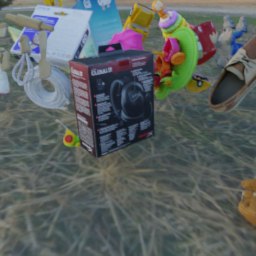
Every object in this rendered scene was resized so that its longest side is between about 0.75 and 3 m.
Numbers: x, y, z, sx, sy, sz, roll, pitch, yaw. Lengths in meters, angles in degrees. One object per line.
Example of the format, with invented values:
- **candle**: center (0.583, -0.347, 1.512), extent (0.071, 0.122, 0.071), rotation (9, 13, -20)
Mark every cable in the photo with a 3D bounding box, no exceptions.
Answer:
- **cable**: center (-2.242, -1.140, 7.838), extent (1.299, 1.299, 0.450), rotation (4, 37, 11)

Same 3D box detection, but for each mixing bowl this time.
- **mixing bowl**: center (2.848, -3.193, 11.218), extent (1.926, 1.926, 1.043), rotation (-23, 76, -35)

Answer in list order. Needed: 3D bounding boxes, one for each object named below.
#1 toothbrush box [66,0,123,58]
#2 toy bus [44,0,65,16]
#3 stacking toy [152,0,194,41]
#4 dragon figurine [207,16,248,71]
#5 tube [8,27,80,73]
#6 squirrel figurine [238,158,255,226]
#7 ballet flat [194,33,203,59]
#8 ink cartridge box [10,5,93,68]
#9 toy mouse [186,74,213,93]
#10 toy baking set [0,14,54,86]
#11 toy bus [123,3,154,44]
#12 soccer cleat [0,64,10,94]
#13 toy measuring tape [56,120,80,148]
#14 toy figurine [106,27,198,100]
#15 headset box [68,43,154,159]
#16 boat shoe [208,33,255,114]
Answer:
- **toothbrush box**: center (-1.029, -2.873, 9.913), extent (1.227, 2.876, 2.106), rotation (-23, 14, -24)
- **toy bus**: center (-2.983, -4.520, 11.604), extent (0.731, 1.868, 0.608), rotation (-15, -10, -1)
- **stacking toy**: center (1.966, -4.699, 12.693), extent (1.565, 2.696, 1.480), rotation (-49, 37, 2)
- **dragon figurine**: center (3.350, -2.308, 9.117), extent (1.486, 2.990, 0.880), rotation (-3, 1, -44)
- **tube**: center (-2.893, -2.687, 9.604), extent (2.565, 0.744, 0.666), rotation (25, 34, -2)
- **squirrel figurine**: center (3.581, 1.777, 6.768), extent (1.729, 1.223, 1.613), rotation (20, 42, 36)
- **ballet flat**: center (2.258, -2.771, 9.343), extent (0.400, 0.400, 1.132), rotation (-2, 50, -4)
- **ink cartridge box**: center (-2.073, -2.615, 7.912), extent (1.840, 0.403, 1.857), rotation (12, 67, 13)
- **toy mouse**: center (2.188, -1.814, 10.466), extent (2.520, 0.488, 2.240), rotation (5, 24, -30)
- **toy baking set**: center (-2.570, -1.897, 6.716), extent (2.316, 0.270, 1.778), rotation (17, 76, 18)
- **toy bus**: center (0.130, -3.894, 12.249), extent (0.921, 2.831, 1.108), rotation (17, 52, -18)
- **soccer cleat**: center (-3.959, -1.538, 8.573), extent (0.501, 0.619, 1.434), rotation (-1, 33, -36)
- **toy measuring tape**: center (-1.679, 0.206, 7.546), extent (1.059, 0.390, 0.390), rotation (39, 45, 22)
- **toy figurine**: center (0.398, -2.003, 8.551), extent (2.395, 2.602, 1.954), rotation (3, 55, -23)
- **headset box**: center (-0.315, -0.739, 6.605), extent (1.777, 2.388, 0.922), rotation (-21, 29, -32)
- **boat shoe**: center (3.238, -1.585, 7.821), extent (1.066, 2.815, 1.011), rotation (39, 22, 26)
